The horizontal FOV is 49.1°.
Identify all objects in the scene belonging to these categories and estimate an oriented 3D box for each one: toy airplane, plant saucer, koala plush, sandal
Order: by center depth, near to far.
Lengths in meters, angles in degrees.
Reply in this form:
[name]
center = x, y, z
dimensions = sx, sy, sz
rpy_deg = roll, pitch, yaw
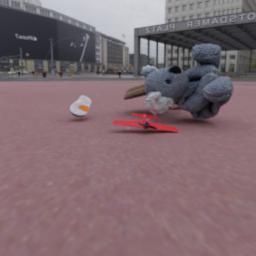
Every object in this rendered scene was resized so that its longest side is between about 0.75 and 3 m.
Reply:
[toy airplane]
center = 0.497, -0.177, 7.768
dimensions = 1.791, 0.329, 1.791
rpy_deg = 7, 7, -1
[koala plush]
center = 1.599, -1.230, 8.746
dimensions = 2.376, 2.183, 2.107
rpy_deg = -1, 56, -7
[sandal]
center = -1.618, -0.645, 9.581
dimensions = 0.567, 0.424, 1.480
rpy_deg = 31, 25, -6
[plant saucer]
center = 0.963, -1.525, 10.665
dimensions = 2.412, 0.355, 2.412
rpy_deg = -14, 3, 1

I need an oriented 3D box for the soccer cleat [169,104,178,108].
[soccer cleat]
center = 2.348, -1.409, 12.966
dimensions = 1.133, 0.913, 2.659
rpy_deg = 8, 17, 12
